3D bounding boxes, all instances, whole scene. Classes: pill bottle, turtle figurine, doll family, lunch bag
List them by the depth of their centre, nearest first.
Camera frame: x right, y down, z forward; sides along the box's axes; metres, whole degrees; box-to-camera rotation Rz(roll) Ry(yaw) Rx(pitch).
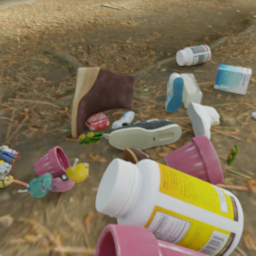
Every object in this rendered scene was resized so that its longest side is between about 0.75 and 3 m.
[{"bbox_3d":[0.858,1.708,6.112,2.934,1.603,1.603,23,34,-15],"label":"pill bottle"},{"bbox_3d":[-4.156,1.511,7.949,2.179,0.702,1.757,3,19,-45],"label":"turtle figurine"},{"bbox_3d":[-3.862,0.924,8.404,0.826,0.600,1.331,21,43,-11],"label":"doll family"},{"bbox_3d":[-1.161,-0.214,10.660,0.820,0.336,0.722,-21,45,-24],"label":"lunch bag"},{"bbox_3d":[3.482,-3.865,15.030,1.634,0.947,0.947,-13,39,-18],"label":"pill bottle"}]

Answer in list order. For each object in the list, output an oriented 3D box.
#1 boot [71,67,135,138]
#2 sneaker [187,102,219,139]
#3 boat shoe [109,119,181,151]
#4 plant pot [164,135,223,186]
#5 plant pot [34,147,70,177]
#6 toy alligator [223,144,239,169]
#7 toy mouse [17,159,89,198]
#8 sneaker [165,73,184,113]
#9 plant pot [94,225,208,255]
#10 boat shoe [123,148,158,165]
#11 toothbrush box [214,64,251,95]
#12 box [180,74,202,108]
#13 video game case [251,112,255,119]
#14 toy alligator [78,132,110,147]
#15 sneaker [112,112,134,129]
[{"bbox_3d":[-0.904,-0.840,10.223,2.205,2.651,0.959,9,-2,-14],"label":"boot"},{"bbox_3d":[2.920,-0.194,10.211,1.107,0.706,1.916,9,43,-14],"label":"sneaker"},{"bbox_3d":[0.503,0.175,9.637,2.588,0.929,0.875,-7,35,-21],"label":"boat shoe"},{"bbox_3d":[1.811,1.086,8.080,1.327,1.483,1.483,-19,37,4],"label":"plant pot"},{"bbox_3d":[-2.302,1.123,8.406,0.808,0.902,0.902,-26,39,3],"label":"plant pot"},{"bbox_3d":[3.094,0.892,8.327,0.281,0.847,0.203,2,25,-37],"label":"toy alligator"},{"bbox_3d":[-1.948,1.504,7.434,2.044,2.300,0.445,-22,77,-1],"label":"toy mouse"},{"bbox_3d":[1.818,-1.365,11.108,0.613,1.603,0.647,2,32,-12],"label":"sneaker"},{"bbox_3d":[0.671,3.066,4.583,2.395,2.675,2.675,9,35,-14],"label":"plant pot"},{"bbox_3d":[0.573,1.230,8.210,0.790,0.791,2.246,-11,29,-22],"label":"boat shoe"},{"bbox_3d":[4.725,-2.205,12.727,1.415,1.036,0.603,14,38,19],"label":"toothbrush box"},{"bbox_3d":[2.657,-1.633,12.212,0.625,0.752,1.829,1,38,-3],"label":"box"},{"bbox_3d":[5.770,-0.243,10.833,1.123,0.141,1.568,-15,39,-19],"label":"video game case"},{"bbox_3d":[-1.067,0.297,8.949,1.313,0.435,0.316,-13,43,30],"label":"toy alligator"},{"bbox_3d":[-0.053,-0.215,10.442,0.499,0.432,1.152,4,38,42],"label":"sneaker"}]
